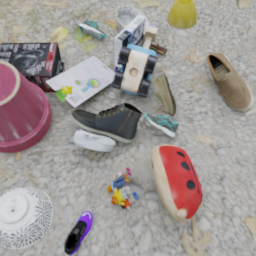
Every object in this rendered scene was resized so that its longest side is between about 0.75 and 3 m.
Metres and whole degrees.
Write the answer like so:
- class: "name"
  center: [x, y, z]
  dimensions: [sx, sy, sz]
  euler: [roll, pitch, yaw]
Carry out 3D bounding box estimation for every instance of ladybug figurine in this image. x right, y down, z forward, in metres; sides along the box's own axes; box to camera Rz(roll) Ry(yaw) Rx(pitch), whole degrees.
- class: "ladybug figurine"
  center: [1.469, 1.491, 8.262]
  dimensions: [1.019, 1.923, 2.833]
  euler: [-29, 30, 15]

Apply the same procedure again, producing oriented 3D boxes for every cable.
- class: "cable"
  center: [-1.134, 0.460, 9.485]
  dimensions: [1.418, 1.418, 0.491]
  euler: [13, 88, 54]

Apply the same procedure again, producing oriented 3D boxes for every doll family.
- class: "doll family"
  center: [-0.296, 1.919, 8.826]
  dimensions: [0.629, 0.866, 1.395]
  euler: [18, 41, -38]

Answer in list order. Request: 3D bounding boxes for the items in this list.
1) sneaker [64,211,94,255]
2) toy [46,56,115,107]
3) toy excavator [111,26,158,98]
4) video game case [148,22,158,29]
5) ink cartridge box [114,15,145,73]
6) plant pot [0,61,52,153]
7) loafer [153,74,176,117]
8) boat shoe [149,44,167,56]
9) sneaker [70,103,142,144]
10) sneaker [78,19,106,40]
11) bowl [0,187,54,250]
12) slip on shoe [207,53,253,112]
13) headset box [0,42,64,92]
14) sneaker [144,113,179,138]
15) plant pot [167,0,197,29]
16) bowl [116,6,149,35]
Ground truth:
- class: "sneaker"
  center: [-1.434, 3.041, 8.174]
  dimensions: [0.476, 0.681, 1.370]
  euler: [19, 59, 13]
- class: "toy"
  center: [-1.786, -1.799, 11.324]
  dimensions: [1.554, 0.637, 2.700]
  euler: [40, 49, 11]
- class: "toy excavator"
  center: [0.490, -2.840, 11.600]
  dimensions: [1.450, 2.822, 2.902]
  euler: [17, 16, 2]
- class: "video game case"
  center: [0.795, -5.012, 13.886]
  dimensions: [0.841, 0.106, 1.175]
  euler: [-36, 64, -22]
- class: "ink cartridge box"
  center: [0.056, -3.433, 11.759]
  dimensions: [0.405, 1.867, 1.849]
  euler: [28, 60, 14]
- class: "plant pot"
  center: [-4.195, -0.822, 9.449]
  dimensions: [2.754, 2.465, 2.754]
  euler: [1, 65, -2]
- class: "loafer"
  center: [1.353, -1.178, 10.459]
  dimensions: [0.568, 0.640, 1.685]
  euler: [-19, 73, 22]
- class: "boat shoe"
  center: [1.330, -3.654, 12.784]
  dimensions: [0.961, 0.338, 0.338]
  euler: [31, 95, 15]
- class: "sneaker"
  center: [-0.755, -0.469, 9.826]
  dimensions: [2.409, 1.280, 0.901]
  euler: [19, 25, -4]
- class: "sneaker"
  center: [-1.621, -4.771, 13.353]
  dimensions: [1.551, 0.602, 0.707]
  euler: [31, 76, 18]
- class: "bowl"
  center: [-3.302, 2.526, 8.382]
  dimensions: [1.957, 0.918, 1.957]
  euler: [0, 57, -1]
- class: "slip on shoe"
  center: [3.906, -1.845, 10.955]
  dimensions: [0.817, 1.025, 2.696]
  euler: [6, 59, -48]
- class: "headset box"
  center: [-4.039, -2.540, 11.674]
  dimensions: [2.692, 1.040, 2.003]
  euler: [-1, 56, -2]
- class: "sneaker"
  center: [1.204, -0.241, 9.959]
  dimensions: [1.405, 0.545, 0.641]
  euler: [30, 94, -21]
- class: "plant pot"
  center: [2.738, -5.809, 13.834]
  dimensions: [1.510, 1.072, 1.510]
  euler: [0, 56, 0]
- class: "bowl"
  center: [0.053, -4.776, 13.099]
  dimensions: [1.721, 0.808, 1.721]
  euler: [13, 59, -23]
